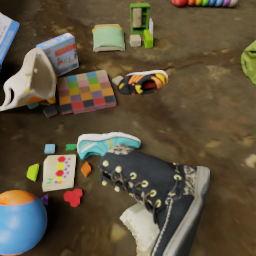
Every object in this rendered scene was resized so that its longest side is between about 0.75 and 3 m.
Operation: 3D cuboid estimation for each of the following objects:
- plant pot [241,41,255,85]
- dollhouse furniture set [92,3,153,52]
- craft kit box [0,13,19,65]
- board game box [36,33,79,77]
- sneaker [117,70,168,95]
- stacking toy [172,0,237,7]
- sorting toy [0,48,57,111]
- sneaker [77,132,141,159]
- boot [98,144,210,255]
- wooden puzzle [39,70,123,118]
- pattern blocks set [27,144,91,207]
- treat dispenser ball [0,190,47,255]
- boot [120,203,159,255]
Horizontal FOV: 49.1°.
[{"bbox_3d":[4.892,-2.357,8.854,2.148,2.262,2.262,-31,54,-9],"label":"plant pot"},{"bbox_3d":[-0.248,-3.787,10.552,2.261,1.134,1.481,-5,48,-4],"label":"dollhouse furniture set"},{"bbox_3d":[-3.704,-1.500,5.225,0.587,2.389,2.419,22,87,56],"label":"craft kit box"},{"bbox_3d":[-2.283,-2.339,9.228,1.202,1.177,0.336,-32,56,-26],"label":"board game box"},{"bbox_3d":[0.213,-0.931,6.088,1.266,0.443,0.569,-6,25,33],"label":"sneaker"},{"bbox_3d":[3.398,-6.046,12.648,2.867,1.224,1.224,-2,48,3],"label":"stacking toy"},{"bbox_3d":[-3.113,-1.177,8.356,1.706,1.012,1.895,-19,51,15],"label":"sorting toy"},{"bbox_3d":[-0.480,0.508,7.197,1.628,0.631,0.649,-5,68,2],"label":"sneaker"},{"bbox_3d":[0.309,1.368,5.589,2.291,1.095,3.034,17,24,18],"label":"boot"},{"bbox_3d":[-1.369,-1.128,8.796,2.766,0.194,1.640,-12,49,-9],"label":"wooden puzzle"},{"bbox_3d":[-1.679,1.089,6.853,1.517,0.140,1.726,4,48,4],"label":"pattern blocks set"},{"bbox_3d":[-2.217,1.840,5.475,1.214,1.214,1.214,0,48,0],"label":"treat dispenser ball"},{"bbox_3d":[0.188,2.190,5.633,1.047,0.488,1.354,36,50,27],"label":"boot"}]
